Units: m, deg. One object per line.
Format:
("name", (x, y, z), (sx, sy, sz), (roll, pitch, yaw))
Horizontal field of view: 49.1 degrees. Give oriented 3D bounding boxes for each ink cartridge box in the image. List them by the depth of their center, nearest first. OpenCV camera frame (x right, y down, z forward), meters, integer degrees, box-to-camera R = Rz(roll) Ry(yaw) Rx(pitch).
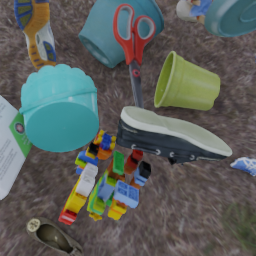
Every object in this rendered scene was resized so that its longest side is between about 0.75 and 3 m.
("ink cartridge box", (-3.471, -0.077, 5.370), (1.254, 2.984, 2.178), (-32, 26, 20))

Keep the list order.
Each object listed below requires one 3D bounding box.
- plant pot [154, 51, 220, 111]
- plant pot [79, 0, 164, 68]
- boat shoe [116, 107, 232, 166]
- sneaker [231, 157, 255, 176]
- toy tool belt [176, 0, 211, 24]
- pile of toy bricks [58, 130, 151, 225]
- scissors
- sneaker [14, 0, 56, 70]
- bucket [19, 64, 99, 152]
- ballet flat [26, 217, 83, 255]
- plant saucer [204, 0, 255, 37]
("plant pot", (1.821, -1.268, 8.507), (1.588, 1.727, 1.727), (14, 66, -6))
("plant pot", (-0.374, -3.212, 9.066), (2.251, 2.251, 2.115), (40, 84, 16))
("boat shoe", (0.824, 0.309, 5.119), (2.283, 0.757, 0.853), (14, 26, -25))
("sneaker", (3.500, 1.109, 7.953), (1.123, 0.425, 0.433), (3, 62, 3))
("toy tool belt", (1.879, -3.553, 7.351), (0.983, 1.574, 0.968), (-19, 36, -20))
("pile of toy bricks", (-0.432, 1.043, 5.009), (1.318, 2.376, 1.173), (28, 108, -8))
("scissors", (0.041, -1.268, 5.718), (0.965, 0.184, 2.639), (12, 77, -24))
("sneaker", (-2.398, -2.639, 7.276), (0.827, 2.197, 0.968), (-7, 28, -12))
("bucket", (-1.494, -0.386, 6.220), (1.785, 1.785, 1.161), (-14, 48, -6))
("ballet flat", (-1.899, 2.832, 7.172), (1.750, 0.406, 0.590), (30, 69, 13))
("plant saucer", (3.071, -2.967, 6.888), (2.369, 2.369, 0.325), (-15, 74, -7))
